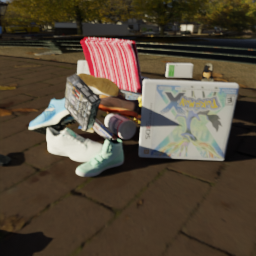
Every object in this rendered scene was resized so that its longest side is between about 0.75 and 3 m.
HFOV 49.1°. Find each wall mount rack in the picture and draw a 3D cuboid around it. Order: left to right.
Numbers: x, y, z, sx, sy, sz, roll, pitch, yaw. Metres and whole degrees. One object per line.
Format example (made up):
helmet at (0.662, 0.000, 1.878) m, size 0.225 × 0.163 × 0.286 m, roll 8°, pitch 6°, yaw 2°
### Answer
wall mount rack at (-0.245, -2.079, 13.829) m, size 2.091 × 2.407 × 0.897 m, roll 21°, pitch 8°, yaw 15°

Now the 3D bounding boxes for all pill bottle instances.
pill bottle at (-0.348, -0.099, 10.805) m, size 0.767 × 0.767 × 1.282 m, roll -14°, pitch 24°, yaw -29°

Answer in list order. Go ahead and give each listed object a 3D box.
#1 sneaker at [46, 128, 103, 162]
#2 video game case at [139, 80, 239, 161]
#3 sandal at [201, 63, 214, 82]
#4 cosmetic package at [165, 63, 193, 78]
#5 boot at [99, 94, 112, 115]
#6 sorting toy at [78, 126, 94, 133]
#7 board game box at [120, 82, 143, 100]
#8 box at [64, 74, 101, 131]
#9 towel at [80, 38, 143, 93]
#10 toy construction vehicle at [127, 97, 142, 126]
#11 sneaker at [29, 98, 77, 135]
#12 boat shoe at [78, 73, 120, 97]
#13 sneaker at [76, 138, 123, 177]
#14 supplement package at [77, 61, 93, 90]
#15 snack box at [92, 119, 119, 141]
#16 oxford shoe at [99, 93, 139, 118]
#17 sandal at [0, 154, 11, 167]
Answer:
sneaker at (-1.795, 0.469, 9.271) m, size 2.220 × 0.982 × 0.835 m, roll 7°, pitch 30°, yaw 19°
video game case at (1.780, -0.179, 8.656) m, size 2.780 × 2.535 × 0.306 m, roll 2°, pitch 24°, yaw 0°
sandal at (2.811, -1.902, 9.836) m, size 0.423 × 0.282 × 1.034 m, roll 3°, pitch 62°, yaw 23°
cosmetic package at (1.773, -2.016, 9.801) m, size 0.897 × 0.482 × 0.380 m, roll 0°, pitch 20°, yaw -3°
boot at (-0.565, -1.583, 12.802) m, size 0.668 × 1.813 × 1.402 m, roll 6°, pitch 53°, yaw -43°
sorting toy at (-1.493, -0.025, 11.363) m, size 1.061 × 0.145 × 0.597 m, roll 12°, pitch 26°, yaw 23°
board game box at (0.540, -1.481, 12.033) m, size 1.620 × 0.333 × 1.617 m, roll 10°, pitch -19°, yaw 20°
box at (-1.425, -0.727, 8.483) m, size 0.362 × 1.454 × 1.147 m, roll -34°, pitch 72°, yaw -31°
towel at (-0.635, -2.318, 10.338) m, size 2.649 × 1.916 × 0.298 m, roll 18°, pitch 43°, yaw 39°
toy construction vehicle at (0.574, -0.693, 10.169) m, size 0.490 × 1.212 × 1.392 m, roll 29°, pitch -1°, yaw -38°
sneaker at (-2.599, -0.483, 10.109) m, size 2.368 × 1.065 × 0.928 m, roll -22°, pitch -26°, yaw 22°
boat shoe at (-0.996, -1.390, 9.399) m, size 1.523 × 0.528 × 0.539 m, roll 22°, pitch 72°, yaw 6°
sneaker at (-0.876, 0.835, 8.558) m, size 1.636 × 0.965 × 0.602 m, roll -18°, pitch 31°, yaw -33°
supplement package at (-1.643, -2.244, 12.445) m, size 0.777 × 1.091 × 1.401 m, roll 2°, pitch -5°, yaw 13°
snack box at (-0.900, 0.097, 9.654) m, size 0.498 × 1.387 × 0.169 m, roll -23°, pitch 28°, yaw 56°
oxford shoe at (-0.564, -0.902, 9.952) m, size 1.958 × 0.710 × 0.697 m, roll 14°, pitch -5°, yaw 2°
sandal at (-4.475, 0.986, 9.101) m, size 1.423 × 0.341 × 0.535 m, roll 22°, pitch 29°, yaw 16°
